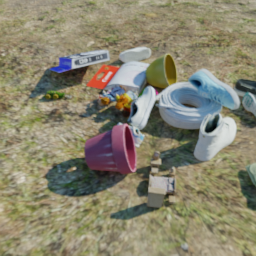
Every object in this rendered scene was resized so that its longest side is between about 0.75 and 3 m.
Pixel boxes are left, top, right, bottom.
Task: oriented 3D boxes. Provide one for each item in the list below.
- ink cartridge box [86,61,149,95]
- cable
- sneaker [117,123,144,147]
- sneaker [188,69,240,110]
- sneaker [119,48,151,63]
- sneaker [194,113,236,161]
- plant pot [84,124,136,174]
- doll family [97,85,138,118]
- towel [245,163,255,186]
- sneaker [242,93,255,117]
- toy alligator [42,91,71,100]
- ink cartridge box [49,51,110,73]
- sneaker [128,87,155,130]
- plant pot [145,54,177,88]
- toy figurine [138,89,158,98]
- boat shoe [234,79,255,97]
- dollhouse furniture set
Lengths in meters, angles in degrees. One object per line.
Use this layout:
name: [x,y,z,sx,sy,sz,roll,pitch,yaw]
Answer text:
ink cartridge box: [-0.458,-2.885,15.333,2.998,0.855,2.436,17,45,12]
cable: [2.869,-1.061,13.132,2.860,0.990,2.860,27,48,26]
sneaker: [0.103,0.178,11.897,1.514,0.611,0.579,42,12,37]
sneaker: [3.695,-1.552,12.435,1.081,0.976,2.639,-29,50,-12]
sneaker: [0.326,-4.467,17.101,2.104,0.804,0.847,-16,36,-25]
sneaker: [3.785,-0.008,11.503,1.048,1.644,2.846,28,48,29]
plant pot: [-0.676,0.890,10.574,1.635,1.826,1.826,-11,41,13]
doll family: [-0.526,-1.430,13.445,2.396,1.079,1.487,27,49,26]
towel: [5.767,1.830,10.194,2.475,0.452,1.836,-9,40,-3]
sneaker: [6.248,-0.986,13.393,0.871,0.741,1.910,0,44,-23]
toy alligator: [-3.627,-1.704,14.219,1.487,0.357,0.493,-1,31,-3]
ink cartridge box: [-2.821,-3.710,15.450,2.828,0.614,2.802,-20,22,-21]
sneaker: [0.589,-1.024,12.438,0.792,0.817,2.237,31,58,-24]
plant pot: [1.670,-2.871,14.767,1.273,1.794,1.794,-6,37,30]
toy figurine: [1.101,-1.679,14.180,0.918,0.689,0.845,-14,5,45]
boat shoe: [6.776,-1.925,14.164,2.626,0.836,0.929,11,44,11]
dollhouse furniture set: [1.241,1.800,10.038,1.000,0.854,1.929,6,43,3]
